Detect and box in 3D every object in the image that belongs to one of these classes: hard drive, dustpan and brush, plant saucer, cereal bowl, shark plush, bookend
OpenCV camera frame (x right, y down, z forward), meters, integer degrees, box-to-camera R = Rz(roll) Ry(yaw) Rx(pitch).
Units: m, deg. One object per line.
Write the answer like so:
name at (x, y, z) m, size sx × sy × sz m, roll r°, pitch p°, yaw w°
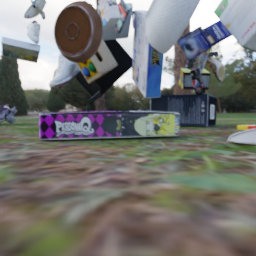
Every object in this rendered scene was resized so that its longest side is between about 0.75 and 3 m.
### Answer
hard drive at (-0.551, -4.257, 11.373) m, size 1.313 × 0.261 × 1.990 m, roll -8°, pitch -15°, yaw -7°
dustpan and brush at (2.480, 0.025, 4.122) m, size 1.177 × 0.482 × 1.686 m, roll -1°, pitch 3°, yaw -27°
plant saucer at (-1.338, -2.408, 7.033) m, size 1.515 × 1.515 × 0.261 m, roll 1°, pitch 11°, yaw 28°
cereal bowl at (1.088, -3.137, 7.170) m, size 0.950 × 2.281 × 2.281 m, roll 27°, pitch -1°, yaw -8°
shark plush at (-2.388, -3.284, 7.222) m, size 0.436 × 1.047 × 0.476 m, roll 3°, pitch -9°, yaw 22°
bookend at (-1.592, -3.123, 13.198) m, size 2.829 × 2.811 × 1.303 m, roll -49°, pitch 13°, yaw -32°

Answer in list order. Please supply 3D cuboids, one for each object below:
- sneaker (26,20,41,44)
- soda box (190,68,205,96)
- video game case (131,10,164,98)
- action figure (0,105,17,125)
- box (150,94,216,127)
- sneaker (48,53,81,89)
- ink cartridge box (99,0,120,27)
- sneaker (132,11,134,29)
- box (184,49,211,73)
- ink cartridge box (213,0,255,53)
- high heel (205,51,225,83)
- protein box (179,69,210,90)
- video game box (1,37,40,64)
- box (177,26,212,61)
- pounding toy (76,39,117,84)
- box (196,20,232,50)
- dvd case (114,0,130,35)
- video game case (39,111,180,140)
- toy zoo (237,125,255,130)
sneaker at (-3.239, -3.363, 9.696) m, size 0.474 × 1.119 × 0.407 m, roll -40°, pitch -36°, yaw 20°
soda box at (2.335, -1.540, 9.408) m, size 0.275 × 0.867 × 0.307 m, roll -9°, pitch 18°, yaw 33°
video game case at (0.678, -2.739, 10.091) m, size 0.612 × 2.694 × 2.442 m, roll -3°, pitch 26°, yaw -11°
action figure at (-6.671, -0.881, 13.402) m, size 2.910 × 1.009 × 1.893 m, roll 27°, pitch 13°, yaw -2°
box at (2.387, -0.731, 12.021) m, size 2.430 × 1.301 × 1.804 m, roll 1°, pitch 3°, yaw 27°
sneaker at (-2.976, -2.702, 12.869) m, size 0.963 × 1.281 × 2.571 m, roll -21°, pitch 25°, yaw 41°
ink cartridge box at (-0.600, -3.719, 8.554) m, size 0.362 × 1.068 × 0.615 m, roll -11°, pitch -3°, yaw -24°
sneaker at (0.370, -4.448, 11.466) m, size 0.425 × 0.961 × 0.356 m, roll -7°, pitch -30°, yaw 8°
box at (2.888, -2.925, 11.575) m, size 0.810 × 1.187 × 0.224 m, roll 13°, pitch 14°, yaw -29°
ink cartridge box at (3.408, -3.191, 7.726) m, size 0.818 × 1.870 × 1.359 m, roll 10°, pitch -45°, yaw -29°
high heel at (3.615, -2.620, 12.139) m, size 0.510 × 1.429 × 1.018 m, roll -30°, pitch 21°, yaw -22°
protein box at (3.005, -2.236, 12.820) m, size 1.156 × 0.780 × 1.147 m, roll 2°, pitch 21°, yaw 1°
video game box at (-3.801, -2.727, 9.937) m, size 1.253 × 0.293 × 1.141 m, roll 8°, pitch -15°, yaw -22°
box at (2.535, -3.216, 10.696) m, size 0.942 × 0.934 × 0.580 m, roll -26°, pitch 9°, yaw 29°
pounding toy at (-1.775, -2.877, 11.528) m, size 1.013 × 1.945 × 2.214 m, roll -37°, pitch 11°, yaw -29°
box at (3.019, -3.254, 9.661) m, size 1.168 × 0.708 × 0.189 m, roll -30°, pitch -14°, yaw -1°
dvd case at (-0.286, -4.020, 10.109) m, size 0.111 × 0.735 × 1.007 m, roll -5°, pitch -36°, yaw -33°
video game case at (-0.653, -0.106, 6.470) m, size 2.669 × 0.527 × 2.944 m, roll -1°, pitch 3°, yaw -17°
toy zoo at (4.049, 0.000, 8.648) m, size 0.893 × 0.139 × 1.361 m, roll -2°, pitch 3°, yaw -26°
